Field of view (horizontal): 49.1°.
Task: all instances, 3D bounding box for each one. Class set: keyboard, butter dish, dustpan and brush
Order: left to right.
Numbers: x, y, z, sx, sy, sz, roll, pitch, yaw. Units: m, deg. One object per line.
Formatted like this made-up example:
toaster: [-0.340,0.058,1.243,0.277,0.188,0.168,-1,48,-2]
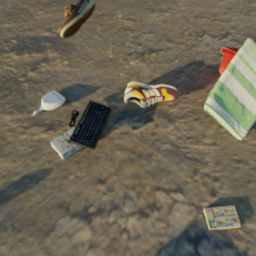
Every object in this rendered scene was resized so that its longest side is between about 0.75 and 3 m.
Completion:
dustpan and brush: [-2.902,-0.809,9.893,1.202,0.344,0.839,-33,51,-30]
keyboard: [-1.365,-0.199,9.172,1.201,0.257,2.001,16,44,2]
butter dish: [4.030,-2.013,10.203,1.874,1.385,1.869,27,16,13]

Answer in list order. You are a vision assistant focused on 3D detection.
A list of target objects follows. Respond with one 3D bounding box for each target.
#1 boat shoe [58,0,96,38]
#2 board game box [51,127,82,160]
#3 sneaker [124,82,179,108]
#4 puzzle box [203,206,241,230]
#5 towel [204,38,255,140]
boat shoe: [-1.670,-3.406,8.500,0.647,0.649,1.798,34,59,-5]
board game box: [-1.876,0.482,8.867,0.903,0.290,0.667,-33,58,-25]
sneaker: [0.817,-1.055,9.866,1.917,0.719,0.864,7,60,14]
puzzle box: [2.506,2.403,7.491,0.851,0.108,0.566,-5,52,-4]
towel: [3.630,-1.132,8.712,1.947,0.299,2.553,37,88,-20]
